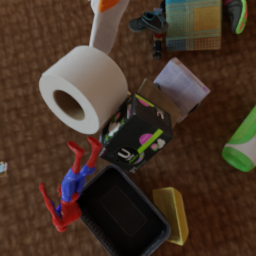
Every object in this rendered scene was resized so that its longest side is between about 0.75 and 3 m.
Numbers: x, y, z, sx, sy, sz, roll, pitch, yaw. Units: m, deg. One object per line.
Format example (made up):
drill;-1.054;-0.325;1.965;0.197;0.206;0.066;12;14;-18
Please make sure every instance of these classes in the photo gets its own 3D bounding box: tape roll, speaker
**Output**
tape roll;-1.122;-0.945;7.198;1.896;1.896;1.302;35;59;7
speaker;4.010;0.086;8.626;1.122;1.122;2.538;39;80;8

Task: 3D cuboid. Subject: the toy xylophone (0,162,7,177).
toy xylophone;-3.344;1.052;6.907;0.757;0.190;0.554;-19;41;-15

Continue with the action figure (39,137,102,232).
action figure;-1.590;1.341;6.924;1.371;0.904;2.770;34;119;33

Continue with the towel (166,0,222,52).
towel;2.249;-3.928;9.664;1.900;0.281;2.591;0;87;10

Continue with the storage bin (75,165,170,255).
storage bin;-0.189;2.439;8.004;1.696;1.176;2.509;-42;81;-4

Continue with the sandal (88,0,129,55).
sandal;-0.729;-3.547;8.285;0.839;1.122;2.929;39;118;32

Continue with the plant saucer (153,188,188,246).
plant saucer;1.227;2.453;7.982;0.357;1.474;1.475;-4;77;-19

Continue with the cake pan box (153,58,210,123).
cake pan box;1.548;-1.129;8.754;1.584;1.459;0.414;46;47;9

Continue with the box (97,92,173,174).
box;0.160;0.165;7.283;1.239;1.669;1.037;30;34;-20

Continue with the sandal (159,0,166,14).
sandal;1.770;-4.580;10.074;1.444;0.309;0.549;-25;79;-5

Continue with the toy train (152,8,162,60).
toy train;1.021;-3.331;9.722;0.335;0.450;1.964;2;77;0

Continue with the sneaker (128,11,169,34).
sneaker;0.590;-3.498;9.083;1.615;0.662;0.591;18;68;42

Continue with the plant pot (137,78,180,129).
plant pot;0.760;-0.485;8.567;1.409;1.623;1.623;28;79;-3

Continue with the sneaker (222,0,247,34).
sneaker;3.585;-4.367;9.863;1.002;0.918;2.391;-10;77;22

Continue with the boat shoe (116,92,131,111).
boat shoe;-0.997;-1.286;9.076;2.236;0.814;0.691;29;111;16
